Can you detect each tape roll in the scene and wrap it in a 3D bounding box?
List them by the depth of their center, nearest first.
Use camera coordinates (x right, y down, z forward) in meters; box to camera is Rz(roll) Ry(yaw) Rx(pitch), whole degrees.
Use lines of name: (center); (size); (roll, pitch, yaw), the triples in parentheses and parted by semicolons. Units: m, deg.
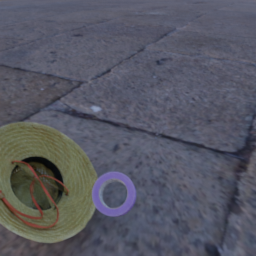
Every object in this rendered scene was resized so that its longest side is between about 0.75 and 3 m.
tape roll: (-0.251, 1.219, 5.133); (0.779, 0.331, 0.779); (-2, 70, 4)

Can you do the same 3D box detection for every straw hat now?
straw hat: (-2.041, 1.293, 5.971); (2.804, 1.187, 2.804); (31, 32, -22)

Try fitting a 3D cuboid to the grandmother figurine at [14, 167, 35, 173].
grandmother figurine: (-2.103, 1.007, 7.227); (1.771, 0.536, 1.074); (-11, -10, -8)
